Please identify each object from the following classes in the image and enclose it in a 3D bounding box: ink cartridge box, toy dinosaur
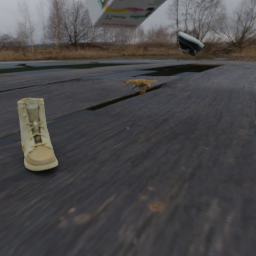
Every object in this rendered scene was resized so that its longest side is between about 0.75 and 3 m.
[{"bbox_3d":[0.054,-3.725,7.794,1.618,0.938,2.234,-10,-6,-33],"label":"ink cartridge box"},{"bbox_3d":[0.419,-1.149,7.195,1.041,0.314,0.553,-3,49,-17],"label":"toy dinosaur"}]

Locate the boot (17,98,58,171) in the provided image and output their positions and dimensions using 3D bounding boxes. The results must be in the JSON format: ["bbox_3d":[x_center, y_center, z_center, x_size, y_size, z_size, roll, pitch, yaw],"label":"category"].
[{"bbox_3d":[-1.977,0.071,6.024,0.633,1.352,1.739,-7,18,-24],"label":"boot"}]

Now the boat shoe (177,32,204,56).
[{"bbox_3d":[1.759,-2.356,8.055,0.617,0.492,1.631,43,25,21],"label":"boat shoe"}]
